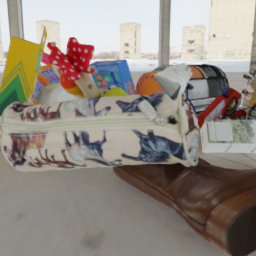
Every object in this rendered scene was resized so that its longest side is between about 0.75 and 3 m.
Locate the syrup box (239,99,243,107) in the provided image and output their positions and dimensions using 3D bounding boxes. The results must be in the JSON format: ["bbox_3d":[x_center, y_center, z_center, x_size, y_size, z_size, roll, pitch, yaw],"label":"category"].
[{"bbox_3d":[4.674,-1.147,12.366,0.317,0.328,0.806,-3,14,-13],"label":"syrup box"}]

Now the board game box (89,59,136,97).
[{"bbox_3d":[-0.406,-1.191,8.840,1.413,1.858,0.418,11,38,44],"label":"board game box"}]

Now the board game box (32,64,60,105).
[{"bbox_3d":[-2.549,-1.334,9.674,1.232,1.231,1.231,45,42,15],"label":"board game box"}]

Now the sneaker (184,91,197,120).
[{"bbox_3d":[1.462,-0.662,7.838,0.554,1.581,0.616,-20,5,0],"label":"sneaker"}]

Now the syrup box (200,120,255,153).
[{"bbox_3d":[2.360,0.192,6.070,1.429,0.563,0.582,1,-25,1],"label":"syrup box"}]

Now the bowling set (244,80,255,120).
[{"bbox_3d":[4.148,-0.444,7.088,2.795,1.500,1.945,10,17,37],"label":"bowling set"}]

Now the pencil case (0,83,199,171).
[{"bbox_3d":[-0.451,0.047,3.999,2.819,1.097,1.261,-4,-24,16],"label":"pencil case"}]

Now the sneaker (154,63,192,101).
[{"bbox_3d":[0.507,-0.558,3.037,0.390,0.334,0.895,-34,13,11],"label":"sneaker"}]

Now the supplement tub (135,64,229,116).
[{"bbox_3d":[1.844,-1.225,9.526,2.998,1.837,1.837,-9,17,-35],"label":"supplement tub"}]

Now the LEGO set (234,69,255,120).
[{"bbox_3d":[2.996,-0.493,6.253,0.574,1.316,2.026,45,2,42],"label":"LEGO set"}]

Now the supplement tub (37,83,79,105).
[{"bbox_3d":[-1.825,-0.687,8.016,1.205,1.205,1.662,-9,11,-32],"label":"supplement tub"}]

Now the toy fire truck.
[{"bbox_3d":[2.211,-0.391,6.627,1.322,1.110,0.741,-44,55,-7],"label":"toy fire truck"}]

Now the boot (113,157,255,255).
[{"bbox_3d":[1.324,0.606,4.293,2.477,0.854,2.658,-11,13,-26],"label":"boot"}]

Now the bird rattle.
[{"bbox_3d":[-0.923,-0.811,4.980,1.408,0.973,1.727,25,-16,49],"label":"bird rattle"}]

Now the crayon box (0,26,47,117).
[{"bbox_3d":[-2.860,-1.319,7.538,0.733,2.841,1.786,14,7,-17],"label":"crayon box"}]

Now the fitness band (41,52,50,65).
[{"bbox_3d":[-3.513,-2.018,11.446,2.863,2.056,0.536,30,-26,-4],"label":"fitness band"}]
